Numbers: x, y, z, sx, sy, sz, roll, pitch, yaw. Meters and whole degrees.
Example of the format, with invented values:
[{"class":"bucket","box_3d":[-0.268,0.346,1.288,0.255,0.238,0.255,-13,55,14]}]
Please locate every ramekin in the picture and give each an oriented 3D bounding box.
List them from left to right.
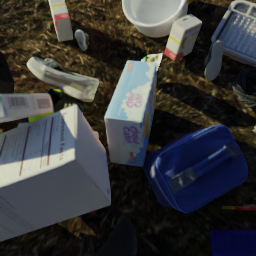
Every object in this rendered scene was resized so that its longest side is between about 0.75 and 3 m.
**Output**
[{"class":"ramekin","box_3d":[1.048,-4.451,10.135,2.303,1.123,2.303,-3,79,18]}]

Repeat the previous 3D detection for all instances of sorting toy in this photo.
[{"class":"sorting toy","box_3d":[3.596,1.860,7.035,2.315,1.116,0.392,1,76,-3]}]

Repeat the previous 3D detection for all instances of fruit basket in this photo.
[{"class":"fruit basket","box_3d":[0.720,-2.036,9.168,0.420,0.896,0.830,19,90,-25]}]

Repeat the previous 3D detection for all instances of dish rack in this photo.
[{"class":"dish rack","box_3d":[4.483,-3.375,10.262,2.372,0.602,2.763,27,65,13]}]

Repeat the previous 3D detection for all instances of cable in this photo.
[{"class":"cable","box_3d":[4.213,-1.283,9.211,1.465,0.456,1.795,-26,53,-4]}]

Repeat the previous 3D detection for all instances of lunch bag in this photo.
[{"class":"lunch bag","box_3d":[1.762,0.983,7.057,2.410,1.594,1.637,-28,89,-13]}]

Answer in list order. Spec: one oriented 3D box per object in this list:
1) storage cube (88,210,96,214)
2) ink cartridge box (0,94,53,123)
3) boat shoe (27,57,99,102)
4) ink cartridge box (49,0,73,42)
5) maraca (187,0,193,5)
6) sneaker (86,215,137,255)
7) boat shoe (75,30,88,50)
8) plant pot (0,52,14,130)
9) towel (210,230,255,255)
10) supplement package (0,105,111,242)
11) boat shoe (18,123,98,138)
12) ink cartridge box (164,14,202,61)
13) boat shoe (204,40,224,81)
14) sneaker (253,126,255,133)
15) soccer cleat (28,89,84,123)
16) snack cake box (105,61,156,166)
[{"class":"storage cube","box_3d":[-1.155,1.752,7.357,0.733,0.771,0.857,12,62,7]},{"class":"ink cartridge box","box_3d":[-2.912,-0.305,5.976,2.038,1.640,0.510,-9,95,16]},{"class":"boat shoe","box_3d":[-2.084,-1.700,8.953,2.517,0.928,0.807,31,108,15]},{"class":"ink cartridge box","box_3d":[-2.496,-4.075,10.416,0.564,0.981,1.351,-14,62,-10]},{"class":"maraca","box_3d":[1.995,-5.226,11.023,1.368,1.068,1.996,16,67,40]},{"class":"sneaker","box_3d":[-0.530,3.463,6.447,1.397,0.804,2.678,38,63,18]},{"class":"boat shoe","box_3d":[-1.565,-3.149,9.828,0.380,1.030,0.352,27,74,14]},{"class":"plant pot","box_3d":[-4.406,-1.286,7.953,1.774,1.995,2.000,-43,61,25]},{"class":"towel","box_3d":[2.635,3.298,6.771,1.181,0.396,1.599,-1,61,7]},{"class":"supplement package","box_3d":[-1.997,1.016,6.016,2.811,1.644,1.649,-20,42,7]},{"class":"boat shoe","box_3d":[-2.089,0.364,8.023,2.463,0.906,0.822,6,86,15]},{"class":"ink cartridge box","box_3d":[1.861,-3.059,9.548,0.928,1.279,0.533,-33,65,-27]},{"class":"boat shoe","box_3d":[2.849,-2.269,9.397,0.497,1.328,0.411,2,27,0]},{"class":"sneaker","box_3d":[4.057,-0.138,8.313,0.339,0.898,0.343,-36,59,-27]},{"class":"soccer cleat","box_3d":[-1.893,-0.662,7.952,0.810,0.972,2.398,18,22,13]},{"class":"snack cake box","box_3d":[0.177,-0.498,7.662,0.907,1.553,2.700,7,43,9]}]
